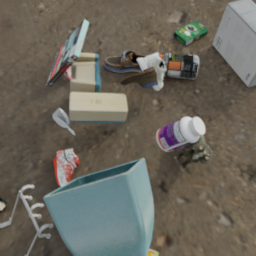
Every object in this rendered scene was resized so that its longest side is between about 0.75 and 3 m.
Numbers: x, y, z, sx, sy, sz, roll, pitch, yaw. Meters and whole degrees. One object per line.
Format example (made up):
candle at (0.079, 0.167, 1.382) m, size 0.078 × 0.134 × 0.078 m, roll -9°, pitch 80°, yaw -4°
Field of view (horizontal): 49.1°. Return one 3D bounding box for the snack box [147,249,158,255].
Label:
snack box at (-0.185, 3.704, 7.385) m, size 1.650 × 0.558 × 1.391 m, roll 17°, pitch 60°, yaw 9°

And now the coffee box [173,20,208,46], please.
coffee box at (2.737, -4.130, 12.209) m, size 1.312 × 0.289 × 0.807 m, roll -32°, pitch 65°, yaw -17°

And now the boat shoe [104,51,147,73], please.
boat shoe at (0.040, -2.675, 11.077) m, size 2.044 × 0.740 × 0.738 m, roll 3°, pitch 59°, yaw 2°

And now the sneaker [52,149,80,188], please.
sneaker at (-1.888, 1.322, 8.840) m, size 0.788 × 0.491 × 1.470 m, roll -17°, pitch 58°, yaw -7°

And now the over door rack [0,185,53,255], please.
over door rack at (-2.734, 2.610, 7.603) m, size 0.612 × 1.837 × 1.357 m, roll 1°, pitch 43°, yaw -51°

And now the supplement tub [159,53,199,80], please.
supplement tub at (1.893, -2.385, 10.798) m, size 1.511 × 0.926 × 0.926 m, roll 7°, pitch 59°, yaw 3°

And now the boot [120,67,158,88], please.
boot at (0.319, -1.296, 7.980) m, size 1.110 × 0.415 × 0.538 m, roll -20°, pitch 95°, yaw 22°

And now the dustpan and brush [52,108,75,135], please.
dustpan and brush at (-1.751, -0.126, 7.783) m, size 0.830 × 0.579 × 0.237 m, roll 40°, pitch 53°, yaw -14°

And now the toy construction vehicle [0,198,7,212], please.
toy construction vehicle at (-4.265, 2.475, 7.959) m, size 1.532 × 0.539 × 1.334 m, roll 38°, pitch 57°, yaw -14°

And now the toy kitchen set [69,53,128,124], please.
toy kitchen set at (-1.055, -0.891, 9.081) m, size 1.583 × 2.153 × 2.688 m, roll 1°, pitch 53°, yaw -10°

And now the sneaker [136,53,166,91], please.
sneaker at (0.931, -1.812, 9.220) m, size 0.770 × 1.901 × 0.714 m, roll -29°, pitch 69°, yaw 11°

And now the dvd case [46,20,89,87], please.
dvd case at (-1.882, -2.227, 8.562) m, size 0.214 × 1.943 × 1.418 m, roll 25°, pitch 56°, yaw -27°

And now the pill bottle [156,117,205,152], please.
pill bottle at (1.415, 0.158, 7.599) m, size 0.718 × 1.277 × 0.718 m, roll 20°, pitch 57°, yaw -35°

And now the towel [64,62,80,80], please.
towel at (-2.119, -2.583, 10.488) m, size 0.214 × 1.430 × 1.047 m, roll 23°, pitch 65°, yaw 14°

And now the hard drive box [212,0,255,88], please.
hard drive box at (4.564, -3.207, 10.653) m, size 0.998 × 2.025 × 2.598 m, roll -19°, pitch 62°, yaw -13°

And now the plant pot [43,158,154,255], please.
plant pot at (-0.381, 2.103, 6.640) m, size 2.039 × 2.033 × 2.077 m, roll -19°, pitch 88°, yaw 12°

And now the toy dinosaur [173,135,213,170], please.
toy dinosaur at (2.023, 0.572, 8.869) m, size 1.169 × 0.879 × 2.285 m, roll -31°, pitch 25°, yaw 21°
